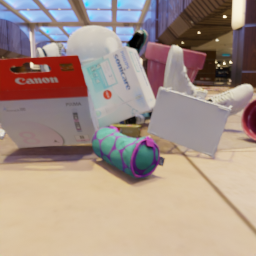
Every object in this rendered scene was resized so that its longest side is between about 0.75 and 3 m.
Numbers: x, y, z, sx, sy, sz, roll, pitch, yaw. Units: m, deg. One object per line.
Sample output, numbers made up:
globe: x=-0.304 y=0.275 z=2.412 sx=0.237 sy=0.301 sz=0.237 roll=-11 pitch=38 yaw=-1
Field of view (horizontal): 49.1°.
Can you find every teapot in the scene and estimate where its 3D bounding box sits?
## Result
teapot: x=-1.219 y=-2.366 z=9.973 sx=2.175 sy=1.609 sz=2.203 roll=-2 pitch=-21 yaw=2

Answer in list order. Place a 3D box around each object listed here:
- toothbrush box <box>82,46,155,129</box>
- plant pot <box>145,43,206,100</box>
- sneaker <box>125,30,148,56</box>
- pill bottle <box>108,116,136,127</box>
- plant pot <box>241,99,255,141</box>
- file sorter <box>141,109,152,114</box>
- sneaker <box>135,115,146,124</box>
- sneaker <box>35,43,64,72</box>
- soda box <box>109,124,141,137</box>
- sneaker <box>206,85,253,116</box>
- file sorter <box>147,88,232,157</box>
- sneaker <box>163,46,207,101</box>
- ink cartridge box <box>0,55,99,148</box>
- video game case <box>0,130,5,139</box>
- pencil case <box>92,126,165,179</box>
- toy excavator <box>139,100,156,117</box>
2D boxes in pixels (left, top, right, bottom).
toothbrush box: x=-0.674 y=-0.985 z=8.213 sx=2.519 sy=1.844 sz=1.074 roll=-19 pitch=4 yaw=19
plant pot: x=1.593 y=-2.008 z=10.441 sx=2.153 sy=1.927 sz=2.153 roll=10 pitch=18 yaw=-3
sneaker: x=0.090 y=-2.848 z=10.823 sx=0.705 sy=1.975 sz=0.789 roll=29 pitch=24 yaw=11
pill bottle: x=-0.327 y=-0.205 z=9.594 sx=1.088 sy=0.609 sz=0.609 roll=-7 pitch=5 yaw=32
plant pot: x=4.212 y=-0.167 z=8.202 sx=1.188 sy=1.328 sz=1.328 roll=11 pitch=1 yaw=-39
file sorter: x=-0.415 y=-1.045 z=10.644 sx=2.123 sy=1.322 sz=1.473 roll=-11 pitch=-2 yaw=25
sneaker: x=0.348 y=-0.397 z=11.559 sx=0.422 sy=0.436 sz=1.193 roll=5 pitch=17 yaw=-23
sneaker: x=-2.659 y=-1.890 z=11.062 sx=1.120 sy=2.781 sz=1.063 roll=-25 pitch=29 yaw=-26
soda box: x=-0.102 y=0.084 z=8.990 sx=0.985 sy=0.334 sz=0.315 roll=3 pitch=11 yaw=17
sneaker: x=3.241 y=-0.841 z=9.564 sx=0.823 sy=0.781 sz=2.045 roll=30 pitch=-52 yaw=-32
file sorter: x=1.563 y=-0.234 z=7.008 sx=1.705 sy=1.183 sz=1.062 roll=21 pitch=19 yaw=20
sneaker: x=1.744 y=-1.332 z=8.401 sx=1.311 sy=2.269 sz=0.836 roll=3 pitch=37 yaw=3
ink cartridge box: x=-1.922 y=-0.423 z=6.418 sx=2.178 sy=0.764 sz=2.679 roll=-3 pitch=-26 yaw=2
video game case: x=-4.440 y=0.221 z=8.831 sx=0.992 sy=0.125 sz=1.090 roll=-4 pitch=11 yaw=-18
pencil case: x=-0.091 y=0.436 z=5.709 sx=0.750 sy=0.814 sz=1.762 roll=30 pitch=-8 yaw=-32
toy excavator: x=0.297 y=-1.006 z=12.763 sx=2.941 sy=1.469 sz=2.859 roll=-9 pitch=3 yaw=32
